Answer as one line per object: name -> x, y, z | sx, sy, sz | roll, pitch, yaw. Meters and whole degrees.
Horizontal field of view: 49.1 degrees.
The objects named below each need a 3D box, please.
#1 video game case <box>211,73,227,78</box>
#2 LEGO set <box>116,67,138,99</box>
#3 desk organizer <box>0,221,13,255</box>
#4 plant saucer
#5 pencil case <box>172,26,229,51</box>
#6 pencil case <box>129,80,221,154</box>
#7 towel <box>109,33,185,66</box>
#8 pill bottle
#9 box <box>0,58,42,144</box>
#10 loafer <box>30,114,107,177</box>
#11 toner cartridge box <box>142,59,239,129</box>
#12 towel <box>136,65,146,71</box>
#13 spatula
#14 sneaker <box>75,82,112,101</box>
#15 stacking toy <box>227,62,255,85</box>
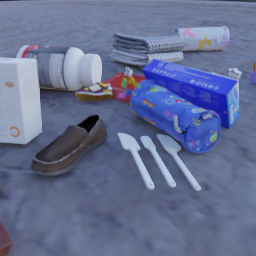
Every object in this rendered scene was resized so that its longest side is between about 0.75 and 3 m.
video game case -> 3.497, -1.944, 11.121 | 0.822, 0.162, 0.907 | -20, 35, -31
LEGO set -> 0.050, -1.266, 8.369 | 0.371, 0.973, 0.399 | 8, 13, -47
desk organizer -> -2.155, 1.741, 4.488 | 0.343, 0.320, 0.891 | -21, 36, -36
plant saucer -> 0.045, -1.528, 10.192 | 2.028, 0.372, 2.024 | 15, 33, 26
pencil case -> 3.859, -4.777, 15.002 | 2.963, 1.232, 1.344 | -3, 39, -6
pencil case -> 1.094, -0.377, 7.375 | 1.227, 1.103, 2.826 | 1, 24, -34
towel -> 0.822, -3.704, 12.905 | 2.332, 1.205, 2.816 | -19, 30, -36
pill bottle -> -2.424, -2.135, 10.074 | 2.750, 1.522, 1.522 | 6, 30, 11
box -> -2.981, -0.705, 6.995 | 1.221, 1.962, 0.956 | 5, 20, 9
loafer -> -1.364, 0.289, 6.530 | 0.820, 0.797, 2.246 | 17, 34, 27
toner cartridge box -> 1.803, -1.074, 8.278 | 2.845, 1.351, 0.614 | 27, 65, 38
towel -> 1.164, -2.711, 12.398 | 1.353, 0.234, 1.303 | -10, 31, -15
spatula -> 0.691, 0.657, 6.243 | 1.471, 0.170, 2.116 | 8, 25, -20
sneaker -> -1.159, -1.245, 9.350 | 1.238, 0.464, 0.558 | -1, 64, -20
stacking toy -> 5.322, -1.731, 10.265 | 2.133, 0.665, 2.829 | -19, 36, -30
